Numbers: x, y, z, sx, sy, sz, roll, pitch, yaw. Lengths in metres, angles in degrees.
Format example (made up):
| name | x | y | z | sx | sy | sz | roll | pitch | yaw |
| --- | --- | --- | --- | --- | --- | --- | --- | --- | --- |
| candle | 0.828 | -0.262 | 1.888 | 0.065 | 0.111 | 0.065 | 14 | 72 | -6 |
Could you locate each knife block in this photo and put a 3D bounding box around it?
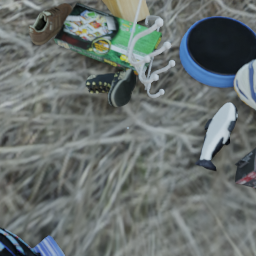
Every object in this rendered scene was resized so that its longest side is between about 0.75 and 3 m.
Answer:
| name | x | y | z | sx | sy | sz | roll | pitch | yaw |
| --- | --- | --- | --- | --- | --- | --- | --- | --- | --- |
| knife block | -0.405 | -4.752 | 8.086 | 0.904 | 2.479 | 2.824 | -29 | 70 | -12 |

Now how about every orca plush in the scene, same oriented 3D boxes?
| name | x | y | z | sx | sy | sz | roll | pitch | yaw |
| --- | --- | --- | --- | --- | --- | --- | --- | --- | --- |
| orca plush | 2.377 | 0.283 | 6.962 | 0.645 | 0.954 | 1.814 | 34 | 60 | -21 |

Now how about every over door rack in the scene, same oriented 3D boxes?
| name | x | y | z | sx | sy | sz | roll | pitch | yaw |
| --- | --- | --- | --- | --- | --- | --- | --- | --- | --- |
| over door rack | 0.641 | -2.388 | 7.212 | 0.891 | 1.977 | 2.676 | -4 | 71 | 16 |

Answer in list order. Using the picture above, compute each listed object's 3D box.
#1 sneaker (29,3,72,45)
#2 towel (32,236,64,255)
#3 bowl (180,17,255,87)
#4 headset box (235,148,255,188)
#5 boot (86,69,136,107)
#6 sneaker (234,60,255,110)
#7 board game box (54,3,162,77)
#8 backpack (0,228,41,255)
| name | x | y | z | sx | sy | sz | roll | pitch | yaw |
| --- | --- | --- | --- | --- | --- | --- | --- | --- | --- |
| sneaker | -2.294 | -3.271 | 8.452 | 0.611 | 0.656 | 1.736 | 29 | 70 | 12 |
| towel | -2.013 | 3.263 | 5.898 | 1.626 | 0.194 | 1.177 | -38 | 69 | -14 |
| bowl | 2.690 | -2.278 | 8.135 | 2.324 | 0.456 | 2.324 | 0 | 67 | 0 |
| headset box | 3.268 | 1.025 | 6.349 | 1.570 | 1.167 | 0.589 | 15 | 67 | 7 |
| boot | -0.529 | -0.962 | 6.966 | 1.186 | 0.567 | 1.570 | -3 | 33 | 20 |
| sneaker | 3.854 | -0.465 | 6.747 | 2.911 | 1.283 | 1.096 | 44 | 81 | 6 |
| board game box | -0.569 | -2.563 | 8.037 | 2.741 | 0.322 | 1.436 | 24 | 71 | 9 |
| backpack | -2.492 | 2.557 | 5.598 | 1.189 | 1.085 | 0.800 | 33 | 71 | 14 |
